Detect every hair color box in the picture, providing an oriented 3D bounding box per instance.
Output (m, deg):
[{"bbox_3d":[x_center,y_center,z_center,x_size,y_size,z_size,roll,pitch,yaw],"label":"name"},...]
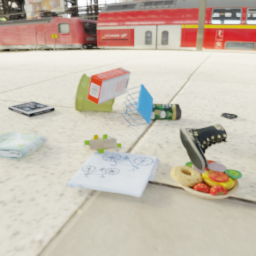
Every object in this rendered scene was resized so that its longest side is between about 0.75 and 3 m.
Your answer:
[{"bbox_3d":[-0.839,-1.968,12.849,0.698,1.158,2.281,28,32,23],"label":"hair color box"}]

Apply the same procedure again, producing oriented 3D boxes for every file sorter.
[{"bbox_3d":[0.403,-0.929,11.975,0.895,1.013,1.459,-15,46,30],"label":"file sorter"}]

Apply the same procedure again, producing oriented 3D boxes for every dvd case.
[{"bbox_3d":[-5.337,-1.059,15.416,2.130,0.263,1.601,17,26,36],"label":"dvd case"}]

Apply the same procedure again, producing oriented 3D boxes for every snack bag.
[{"bbox_3d":[-0.348,1.406,8.923,2.392,0.272,2.537,5,21,15],"label":"snack bag"}]

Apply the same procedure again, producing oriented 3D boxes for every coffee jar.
[{"bbox_3d":[1.759,-0.809,14.029,1.812,0.773,0.945,1,21,1],"label":"coffee jar"}]

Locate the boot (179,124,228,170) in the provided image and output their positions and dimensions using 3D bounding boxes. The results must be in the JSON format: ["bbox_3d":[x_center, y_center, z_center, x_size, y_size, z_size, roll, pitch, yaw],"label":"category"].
[{"bbox_3d":[2.589,0.503,9.053,1.453,0.694,1.924,-11,33,-4],"label":"boot"}]

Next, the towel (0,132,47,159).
[{"bbox_3d":[-4.337,0.615,10.740,1.897,0.457,1.624,6,22,14],"label":"towel"}]

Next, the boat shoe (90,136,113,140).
[{"bbox_3d":[-1.041,0.531,11.145,1.006,0.376,0.344,1,23,29],"label":"boat shoe"}]

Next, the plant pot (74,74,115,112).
[{"bbox_3d":[-1.676,-1.719,15.153,1.907,2.074,2.074,13,21,1],"label":"plant pot"}]

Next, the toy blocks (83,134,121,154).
[{"bbox_3d":[-1.051,0.630,10.324,1.362,0.681,0.931,-2,-7,-23],"label":"toy blocks"}]

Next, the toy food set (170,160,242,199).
[{"bbox_3d":[2.376,1.485,8.440,1.846,0.454,1.865,-17,26,-38],"label":"toy food set"}]

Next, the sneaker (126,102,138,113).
[{"bbox_3d":[0.629,-1.133,15.140,0.774,0.583,1.656,12,20,42],"label":"sneaker"}]

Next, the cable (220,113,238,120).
[{"bbox_3d":[5.207,-0.605,14.361,0.863,0.219,0.704,14,20,37],"label":"cable"}]
